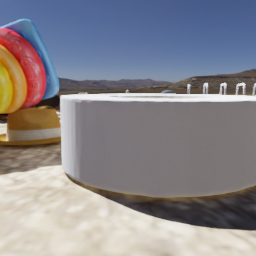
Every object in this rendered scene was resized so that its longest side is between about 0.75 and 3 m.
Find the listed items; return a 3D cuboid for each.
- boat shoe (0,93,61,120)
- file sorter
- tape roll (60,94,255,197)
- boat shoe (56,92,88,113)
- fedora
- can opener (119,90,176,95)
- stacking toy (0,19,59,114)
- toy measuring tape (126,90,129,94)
[{"bbox_3d":[-3.663,-0.764,9.774,2.912,1.025,1.024,-13,10,-27],"label":"boat shoe"},{"bbox_3d":[2.567,-0.597,7.661,1.979,1.232,1.373,1,8,13],"label":"file sorter"},{"bbox_3d":[0.453,0.023,4.049,2.839,0.993,2.839,0,8,0],"label":"tape roll"},{"bbox_3d":[-1.919,-1.069,12.004,2.580,0.926,0.977,-3,9,-20],"label":"boat shoe"},{"bbox_3d":[-1.908,-0.078,5.694,1.668,0.680,1.668,-2,7,0],"label":"fedora"},{"bbox_3d":[0.530,-0.732,7.005,1.925,0.644,0.514,5,12,-45],"label":"can opener"},{"bbox_3d":[-2.619,-0.656,4.593,1.677,1.585,2.889,-7,24,25],"label":"stacking toy"},{"bbox_3d":[-0.002,-1.210,12.054,0.478,0.478,1.301,2,46,14],"label":"toy measuring tape"}]
